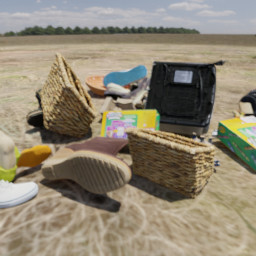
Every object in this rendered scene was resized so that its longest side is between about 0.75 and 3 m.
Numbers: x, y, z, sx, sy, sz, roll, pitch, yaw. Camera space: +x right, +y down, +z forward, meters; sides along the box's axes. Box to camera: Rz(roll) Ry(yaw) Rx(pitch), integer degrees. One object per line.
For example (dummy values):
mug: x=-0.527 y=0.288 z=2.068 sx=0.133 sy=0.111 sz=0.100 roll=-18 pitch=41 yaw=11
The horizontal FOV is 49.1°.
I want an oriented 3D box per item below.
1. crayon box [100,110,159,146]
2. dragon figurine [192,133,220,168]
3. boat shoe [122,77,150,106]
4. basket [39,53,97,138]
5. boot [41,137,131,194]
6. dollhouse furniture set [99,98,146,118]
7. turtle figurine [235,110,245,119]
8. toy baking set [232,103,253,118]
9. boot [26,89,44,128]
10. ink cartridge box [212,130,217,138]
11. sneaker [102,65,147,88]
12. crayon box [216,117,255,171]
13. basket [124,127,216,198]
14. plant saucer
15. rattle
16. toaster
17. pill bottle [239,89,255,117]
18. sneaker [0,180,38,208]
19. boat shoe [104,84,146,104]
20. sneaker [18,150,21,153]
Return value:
crayon box: x=0.050 y=0.024 z=9.635 sx=1.945 sy=1.155 sz=0.567 roll=0 pitch=-18 yaw=18
dragon figurine: x=2.333 y=0.694 z=9.006 sx=0.566 sy=0.956 sz=1.923 roll=5 pitch=8 yaw=-14
boat shoe: x=0.453 y=-1.841 z=13.375 sx=0.794 sy=0.715 sz=2.208 roll=-15 pitch=31 yaw=49
basket: x=-2.105 y=-1.250 z=10.928 sx=1.981 sy=2.068 sz=2.776 roll=16 pitch=27 yaw=-31
boot: x=-0.667 y=0.720 z=7.801 sx=2.988 sy=1.081 sz=2.485 roll=-2 pitch=17 yaw=36
dollhouse furniture set: x=-0.029 y=-0.620 z=12.181 sx=2.044 sy=1.060 sz=0.905 roll=5 pitch=56 yaw=25
turtle figurine: x=4.393 y=-0.286 z=10.649 sx=0.824 sy=0.329 sz=1.022 roll=29 pitch=29 yaw=13
toy baking set: x=5.425 y=-0.340 z=11.021 sx=1.901 sy=0.288 sz=2.477 roll=-21 pitch=50 yaw=-7
boot: x=-3.748 y=-0.959 z=11.923 sx=1.641 sy=0.919 sz=2.372 roll=46 pitch=24 yaw=11
ink cartridge box: x=3.693 y=0.235 z=10.854 sx=0.758 sy=0.166 sz=0.765 roll=9 pitch=22 yaw=24
sneaker: x=-0.161 y=-2.905 z=16.606 sx=2.729 sy=1.044 sz=1.102 roll=-13 pitch=-2 yaw=7
crayon box: x=4.194 y=0.460 z=9.229 sx=1.435 sy=0.704 sz=2.416 roll=-8 pitch=27 yaw=-12
basket: x=1.225 y=0.564 z=7.691 sx=2.164 sy=1.612 sz=1.545 roll=17 pitch=41 yaw=37
plant saucer: x=-1.213 y=-2.504 z=16.789 sx=2.767 sy=0.518 sz=2.767 roll=8 pitch=26 yaw=-4
rattle: x=-3.968 y=0.435 z=8.046 sx=2.738 sy=1.783 sz=1.956 roll=11 pitch=35 yaw=22
toaster: x=2.108 y=-1.143 z=10.600 sx=2.765 sy=2.500 sz=1.641 roll=6 pitch=-13 yaw=17
pill bottle: x=6.282 y=-1.241 z=12.976 sx=2.336 sy=1.306 sz=1.306 roll=-17 pitch=27 yaw=-29
sneaker: x=-3.167 y=1.558 z=6.832 sx=1.830 sy=0.648 sz=0.668 roll=-9 pitch=23 yaw=-22
boat shoe: x=-0.081 y=-1.485 z=14.338 sx=2.523 sy=0.907 sz=0.817 roll=23 pitch=65 yaw=14
sneaker: x=-4.003 y=0.830 z=8.800 sx=1.611 sy=0.625 sz=0.735 roll=1 pitch=18 yaw=-2
